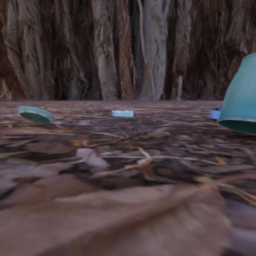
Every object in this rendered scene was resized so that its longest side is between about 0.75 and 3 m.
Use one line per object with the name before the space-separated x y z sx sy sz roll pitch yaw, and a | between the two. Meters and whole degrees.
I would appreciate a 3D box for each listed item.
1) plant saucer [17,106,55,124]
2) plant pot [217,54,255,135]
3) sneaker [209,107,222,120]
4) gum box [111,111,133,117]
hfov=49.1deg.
plant saucer | -3.028 -0.388 9.168 1.207 0.165 1.207 8 -19 3
plant pot | 2.898 -0.699 6.013 1.632 1.534 1.632 14 -5 1
sneaker | 4.155 -0.792 10.667 2.594 1.011 0.910 -3 8 -28
gum box | -0.260 -0.651 12.851 0.974 0.217 0.828 0 7 1
